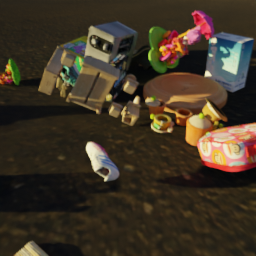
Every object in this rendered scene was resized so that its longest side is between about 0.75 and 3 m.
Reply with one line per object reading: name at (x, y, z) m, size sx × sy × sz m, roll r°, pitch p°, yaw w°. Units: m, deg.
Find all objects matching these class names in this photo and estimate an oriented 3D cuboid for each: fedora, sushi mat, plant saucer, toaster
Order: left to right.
sushi mat at (-1.253, 2.440, 4.155) m, size 1.831 × 0.111 × 0.876 m, roll 22°, pitch 38°, yaw 32°
toaster at (-0.718, -3.236, 11.687) m, size 1.287 × 1.962 × 2.169 m, roll 32°, pitch 38°, yaw 17°
plant saucer at (2.047, -1.378, 10.186) m, size 3.001 × 0.484 × 3.001 m, roll -1°, pitch 31°, yaw 0°
fedora at (2.224, -0.402, 7.367) m, size 0.844 × 0.344 × 0.844 m, roll 37°, pitch 24°, yaw -19°

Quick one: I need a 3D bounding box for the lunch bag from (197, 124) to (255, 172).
lunch bag at (2.736, 0.374, 6.239) m, size 1.974 × 0.809 × 1.739 m, roll -13°, pitch 3°, yaw -15°

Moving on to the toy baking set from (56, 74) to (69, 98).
toy baking set at (-2.320, -1.793, 10.013) m, size 0.180 × 1.190 × 1.551 m, roll 5°, pitch 48°, yaw 3°

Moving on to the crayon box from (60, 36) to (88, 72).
crayon box at (-2.108, -3.514, 13.162) m, size 1.386 × 0.680 × 2.334 m, roll 28°, pitch 37°, yaw 10°

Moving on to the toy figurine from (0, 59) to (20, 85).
toy figurine at (-5.058, -2.046, 11.234) m, size 1.137 × 0.928 × 1.236 m, roll -18°, pitch 58°, yaw -3°

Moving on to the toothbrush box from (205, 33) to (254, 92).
toothbrush box at (3.789, -2.506, 10.680) m, size 0.807 × 1.891 × 1.385 m, roll -22°, pitch 37°, yaw -31°

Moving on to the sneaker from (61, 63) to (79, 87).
sneaker at (-1.808, -1.578, 9.165) m, size 1.518 × 0.589 × 0.693 m, roll 49°, pitch 30°, yaw 18°

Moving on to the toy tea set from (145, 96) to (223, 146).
toy tea set at (1.474, -0.365, 7.924) m, size 2.337 × 0.865 × 1.390 m, roll 20°, pitch 36°, yaw 21°

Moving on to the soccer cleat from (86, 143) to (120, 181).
soccer cleat at (-0.652, 0.737, 6.245) m, size 1.105 × 0.386 × 0.477 m, roll 43°, pitch 36°, yaw 25°

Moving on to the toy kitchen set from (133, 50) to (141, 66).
toy kitchen set at (0.535, -3.287, 13.499) m, size 0.761 × 0.841 × 0.933 m, roll 6°, pitch -9°, yaw 1°

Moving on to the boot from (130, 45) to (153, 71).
boot at (0.568, -2.854, 12.473) m, size 0.561 × 1.002 × 1.448 m, roll -14°, pitch -11°, yaw -31°

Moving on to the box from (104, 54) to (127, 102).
box at (-0.459, -1.832, 10.160) m, size 0.367 × 1.267 × 1.594 m, roll 12°, pitch 32°, yaw 13°

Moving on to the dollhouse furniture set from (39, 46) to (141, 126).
dollhouse furniture set at (-0.839, -1.388, 8.089) m, size 2.868 × 1.486 × 1.269 m, roll 22°, pitch 42°, yaw -14°

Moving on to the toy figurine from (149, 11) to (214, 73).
toy figurine at (2.061, -3.310, 10.362) m, size 2.184 × 1.782 × 2.373 m, roll -22°, pitch 31°, yaw 43°

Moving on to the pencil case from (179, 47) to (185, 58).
pencil case at (2.313, -4.192, 14.663) m, size 0.742 × 0.742 × 1.679 m, roll -13°, pitch 33°, yaw -21°
